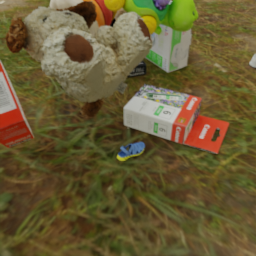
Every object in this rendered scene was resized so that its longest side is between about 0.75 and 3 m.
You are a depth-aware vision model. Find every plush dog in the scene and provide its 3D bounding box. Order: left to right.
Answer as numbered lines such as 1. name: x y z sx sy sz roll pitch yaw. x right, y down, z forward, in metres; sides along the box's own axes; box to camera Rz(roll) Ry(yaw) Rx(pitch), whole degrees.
1. plush dog: -1.266 -1.786 6.433 2.500 2.335 2.911 45 47 11

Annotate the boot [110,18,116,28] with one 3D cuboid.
1. boot: 0.155 -6.171 15.140 2.373 0.945 2.879 9 34 29

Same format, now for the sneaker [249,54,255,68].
1. sneaker: 5.435 -2.562 11.266 0.457 0.534 1.227 -20 45 -23

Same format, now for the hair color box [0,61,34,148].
1. hair color box: -2.502 -0.351 5.634 0.694 2.170 1.203 -23 86 -16

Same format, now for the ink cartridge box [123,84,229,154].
1. ink cartridge box: 1.489 -0.364 8.487 2.910 0.733 1.585 18 44 21

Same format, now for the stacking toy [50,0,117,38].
1. stacking toy: -0.968 -3.749 8.780 1.876 1.876 2.567 25 56 27

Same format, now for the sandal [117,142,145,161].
1. sandal: 0.094 0.590 7.664 0.868 0.378 0.345 -25 44 -29

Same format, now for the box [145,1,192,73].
1. box: 1.487 -3.774 11.319 1.117 2.310 2.038 -23 46 -23

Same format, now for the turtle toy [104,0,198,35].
1. turtle toy: 0.615 -3.424 7.519 2.685 1.357 1.957 32 32 -18

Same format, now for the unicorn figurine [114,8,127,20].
1. unicorn figurine: -0.051 -4.525 10.556 1.464 0.787 2.131 -30 6 22

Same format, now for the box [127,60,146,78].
1. box: -0.510 -2.684 11.442 1.997 0.496 1.982 -13 41 -14
